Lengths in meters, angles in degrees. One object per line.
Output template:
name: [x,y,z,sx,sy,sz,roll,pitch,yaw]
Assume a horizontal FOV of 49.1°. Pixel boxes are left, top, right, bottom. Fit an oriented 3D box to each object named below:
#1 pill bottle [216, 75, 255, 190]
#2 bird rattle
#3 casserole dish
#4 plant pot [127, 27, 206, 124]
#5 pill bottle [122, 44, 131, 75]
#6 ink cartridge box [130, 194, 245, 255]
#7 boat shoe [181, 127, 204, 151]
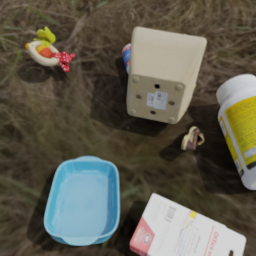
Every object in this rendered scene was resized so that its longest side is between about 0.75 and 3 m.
pill bottle: [3.223,0.044,7.083,1.521,1.521,2.705,-8,59,-5]
bird rattle: [-2.473,-2.256,8.650,1.479,0.833,1.205,53,41,-1]
casserole dish: [-0.991,1.656,6.444,1.554,0.498,2.565,1,34,-4]
plant pot: [0.848,-1.265,7.560,1.998,1.996,1.769,12,45,8]
pill bottle: [0.239,-2.071,9.048,0.676,0.676,1.205,-11,58,-7]
ink cartridge box: [1.280,2.552,6.194,2.193,0.740,1.277,22,61,15]
boat shoe: [1.790,0.313,7.448,0.445,0.446,1.236,13,20,24]
